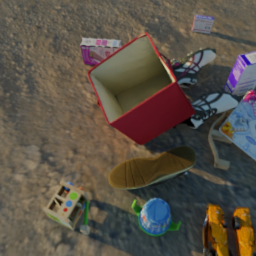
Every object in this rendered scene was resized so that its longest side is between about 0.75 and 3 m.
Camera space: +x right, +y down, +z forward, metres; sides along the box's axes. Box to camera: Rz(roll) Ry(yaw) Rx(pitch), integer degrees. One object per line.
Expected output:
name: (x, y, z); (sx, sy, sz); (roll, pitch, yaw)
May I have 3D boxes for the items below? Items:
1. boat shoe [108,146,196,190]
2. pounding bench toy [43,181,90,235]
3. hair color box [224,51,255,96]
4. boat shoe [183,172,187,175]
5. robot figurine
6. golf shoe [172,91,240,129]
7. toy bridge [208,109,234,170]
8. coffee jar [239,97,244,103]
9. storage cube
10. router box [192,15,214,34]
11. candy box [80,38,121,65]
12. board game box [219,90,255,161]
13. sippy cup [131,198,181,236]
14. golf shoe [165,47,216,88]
boat shoe: (0.827, 1.473, 9.168); (2.915, 0.945, 1.067); (-16, 55, 10)
pounding bench toy: (-1.595, 2.445, 8.585); (1.454, 0.904, 1.134); (23, 60, 13)
hair color box: (4.520, -2.031, 10.759); (1.048, 1.918, 0.621); (-15, 59, -9)
boat shoe: (1.620, 1.428, 9.627); (0.817, 0.294, 0.254); (24, 97, 13)
robot figurine: (2.959, 3.510, 8.029); (1.814, 0.728, 2.502); (5, 58, 3)
golf shoe: (2.753, -0.554, 10.414); (2.781, 1.081, 1.314); (-7, 61, 10)
toy bridge: (3.396, 0.321, 10.226); (0.862, 0.349, 2.565); (16, 60, 10)
coffee jar: (4.952, -0.907, 10.885); (1.223, 0.522, 0.638); (-4, 64, -3)
storage cube: (0.472, -1.174, 9.517); (2.700, 2.427, 2.308); (-32, 59, 14)
router box: (3.515, -4.877, 13.199); (0.872, 0.783, 0.213); (10, 59, 6)
candy box: (-1.128, -3.214, 11.964); (1.656, 1.130, 0.505); (3, 60, 3)
board game box: (4.761, -0.002, 10.088); (2.194, 0.284, 2.194); (40, 71, 9)
sippy cup: (0.833, 2.615, 8.420); (1.366, 1.001, 1.072); (-8, 59, -5)
golf shoe: (2.529, -2.375, 11.658); (2.973, 1.148, 1.310); (-26, 86, -16)
